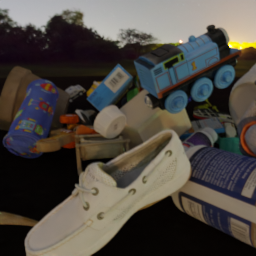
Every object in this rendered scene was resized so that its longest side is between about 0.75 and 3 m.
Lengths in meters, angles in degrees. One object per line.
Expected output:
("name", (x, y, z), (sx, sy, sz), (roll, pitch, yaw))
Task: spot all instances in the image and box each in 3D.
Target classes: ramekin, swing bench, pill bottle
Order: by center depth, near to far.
("pill bottle", (1.634, 1.067, 4.992), (1.339, 1.339, 2.414), (-12, 18, -40))
("ramekin", (-0.448, -0.125, 7.361), (0.418, 0.857, 0.857), (39, 34, 29))
("swing bench", (-0.742, 0.609, 7.746), (1.393, 0.908, 1.400), (-4, 15, -11))
("pill bottle", (1.978, 0.491, 7.951), (1.191, 0.664, 0.664), (-35, 30, -26))
("ramekin", (4.416, -0.626, 8.560), (1.353, 2.906, 2.906), (-27, 23, -19))

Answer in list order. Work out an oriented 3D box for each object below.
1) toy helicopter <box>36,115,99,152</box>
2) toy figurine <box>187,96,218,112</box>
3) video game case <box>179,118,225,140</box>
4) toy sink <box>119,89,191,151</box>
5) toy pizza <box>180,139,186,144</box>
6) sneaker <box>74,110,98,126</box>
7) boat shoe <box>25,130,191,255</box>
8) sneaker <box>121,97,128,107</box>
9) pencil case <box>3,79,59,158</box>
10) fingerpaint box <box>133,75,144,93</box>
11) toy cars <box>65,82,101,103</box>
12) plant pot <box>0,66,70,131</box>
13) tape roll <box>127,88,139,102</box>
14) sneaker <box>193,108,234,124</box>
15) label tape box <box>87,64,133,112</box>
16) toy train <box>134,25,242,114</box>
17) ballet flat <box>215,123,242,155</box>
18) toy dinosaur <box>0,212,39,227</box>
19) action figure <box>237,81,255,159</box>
("toy helicopter", (-1.685, 0.306, 8.405), (1.767, 1.054, 2.672), (4, 12, 17))
("toy figurine", (3.117, -1.691, 12.381), (1.523, 2.543, 1.341), (-52, 5, -29))
("video game case", (2.109, 0.053, 9.417), (1.955, 0.174, 1.399), (-10, 15, 10))
("toy sink", (0.897, -0.329, 8.729), (2.412, 1.351, 1.572), (-42, 32, -22))
("toy pizza", (1.567, 0.397, 9.795), (1.935, 0.307, 1.935), (-1, 16, 0))
("sneaker", (-1.572, -0.308, 10.942), (1.014, 0.945, 2.558), (-9, 13, -8))
("boat shoe", (-0.371, 0.950, 4.308), (2.913, 1.010, 1.032), (-32, 35, -16))
("sneaker", (1.006, -1.245, 15.601), (2.748, 0.906, 1.077), (3, -5, 23))
("pencil case", (-2.990, -0.342, 8.868), (1.250, 1.123, 2.877), (-31, 36, 25))
("fingerpaint box", (1.136, -1.183, 10.947), (0.834, 2.275, 1.898), (-25, 0, -9))
("toy cars", (-2.219, -1.946, 14.319), (2.710, 0.600, 1.215), (-8, 45, 11))
("plant pot", (-3.636, -0.923, 11.299), (2.265, 2.610, 2.610), (14, 12, -9))
("tape roll", (0.537, -0.911, 12.283), (0.402, 1.672, 1.672), (-24, 5, 21))
("sneaker", (3.380, -0.249, 11.167), (1.807, 0.767, 0.696), (12, 29, -15))
("label tape box", (-0.684, -1.531, 11.854), (0.851, 1.845, 2.575), (42, 2, -2))
("toy train", (1.577, -1.525, 7.217), (2.809, 1.605, 1.217), (-28, 36, -9))
("ballet flat", (3.302, 0.280, 9.159), (0.805, 0.841, 2.390), (6, 15, 8))
("toy dinosaur", (-2.820, 1.462, 4.427), (2.984, 0.868, 1.509), (1, 13, 6))
("action figure", (3.092, 0.649, 5.651), (1.549, 2.962, 2.865), (-35, -31, 21))
